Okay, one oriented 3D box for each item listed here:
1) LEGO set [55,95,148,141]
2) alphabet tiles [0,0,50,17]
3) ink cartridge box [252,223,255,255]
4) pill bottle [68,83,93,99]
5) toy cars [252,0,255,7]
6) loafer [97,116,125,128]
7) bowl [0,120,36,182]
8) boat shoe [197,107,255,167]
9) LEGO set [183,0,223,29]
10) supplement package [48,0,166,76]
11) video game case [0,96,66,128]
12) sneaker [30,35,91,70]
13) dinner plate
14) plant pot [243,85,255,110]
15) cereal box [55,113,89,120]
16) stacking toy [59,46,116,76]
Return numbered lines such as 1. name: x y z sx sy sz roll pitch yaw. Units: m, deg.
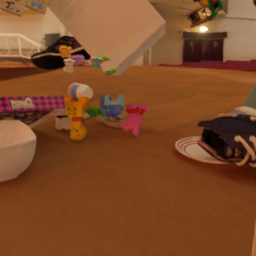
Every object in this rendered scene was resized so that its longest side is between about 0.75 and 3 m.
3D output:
1. LEGO set: -0.933 -0.169 7.357 2.720 1.116 1.038 -1 -16 15
2. alphabet tiles: -2.398 -2.911 5.429 1.817 0.069 2.184 15 46 -19
3. ink cartridge box: 2.454 1.141 2.110 2.416 1.019 1.764 -7 17 -24
4. pill bottle: -2.215 -1.677 13.111 0.730 0.730 1.300 -11 19 -36
5. toy cars: 2.324 -3.103 5.924 1.786 0.801 0.395 21 40 7
6. loafer: -0.568 -0.337 8.712 0.493 0.431 1.371 -11 19 -35
7. bowl: -2.837 0.474 5.093 2.059 0.770 2.062 -9 19 -31
8. boat shoe: 2.426 0.433 4.845 1.305 1.051 2.815 -16 22 -22
9. LEGO set: 2.168 -4.041 8.897 0.991 1.710 1.315 -10 45 43
10. supplement package: -0.482 -2.822 7.145 1.819 2.397 1.806 -40 3 13
11. video game case: -2.996 -0.283 6.752 2.259 0.405 2.048 -8 -9 -46
12. sneaker: -2.029 -2.360 8.549 1.875 0.821 0.710 -14 -23 -9
13. dinner plate: 1.836 0.497 6.106 1.606 0.195 1.606 -1 15 0
14. plant pot: 4.394 -0.694 7.354 2.746 1.849 2.746 0 15 0
15. cereal box: -1.829 -0.436 9.471 0.803 0.221 1.116 5 16 18
16. stacking toy: -0.731 -1.214 5.043 0.969 0.228 0.731 2 34 -18
